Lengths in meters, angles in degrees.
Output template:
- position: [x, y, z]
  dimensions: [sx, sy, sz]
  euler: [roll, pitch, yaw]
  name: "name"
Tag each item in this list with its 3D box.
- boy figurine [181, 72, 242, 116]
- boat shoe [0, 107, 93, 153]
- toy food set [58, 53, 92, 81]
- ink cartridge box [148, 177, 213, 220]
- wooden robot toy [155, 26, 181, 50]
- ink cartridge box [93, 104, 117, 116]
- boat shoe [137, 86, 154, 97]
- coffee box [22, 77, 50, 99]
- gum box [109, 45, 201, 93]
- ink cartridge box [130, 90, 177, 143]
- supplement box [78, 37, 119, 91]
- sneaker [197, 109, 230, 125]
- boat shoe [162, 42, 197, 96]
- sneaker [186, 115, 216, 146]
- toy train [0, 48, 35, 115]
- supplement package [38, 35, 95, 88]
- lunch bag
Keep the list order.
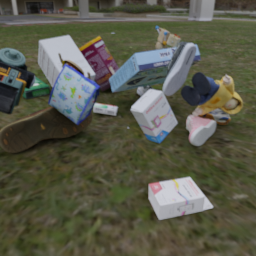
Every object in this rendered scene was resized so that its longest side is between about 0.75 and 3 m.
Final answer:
- position: [2.688, -0.918, 8.743]
  dimensions: [2.559, 1.591, 0.825]
  euler: [11, 39, -45]
  name: "boy figurine"
- position: [-2.534, -0.147, 8.665]
  dimensions: [2.902, 1.045, 0.980]
  euler: [-20, 22, -25]
  name: "boat shoe"
- position: [-1.837, -1.920, 9.385]
  dimensions: [1.306, 0.901, 0.262]
  euler: [33, 77, 4]
  name: "toy food set"
- position: [1.152, 1.495, 6.127]
  dimensions: [1.263, 0.426, 0.736]
  euler: [-7, 27, -14]
  name: "ink cartridge box"
- position: [1.390, -3.102, 10.295]
  dimensions: [0.797, 0.821, 1.810]
  euler: [14, 26, -21]
  name: "wooden robot toy"
- position: [-0.832, -0.814, 10.801]
  dimensions: [0.866, 0.269, 1.076]
  euler: [9, 25, 0]
  name: "ink cartridge box"
- position: [0.845, -1.475, 11.781]
  dimensions: [0.600, 0.545, 1.631]
  euler: [-4, 28, -31]
  name: "boat shoe"
- position: [-4.459, -1.868, 12.837]
  dimensions: [1.161, 0.415, 1.888]
  euler: [-19, 33, -33]
  name: "coffee box"
- position: [0.839, -2.103, 10.268]
  dimensions: [2.377, 0.623, 2.798]
  euler: [-14, -1, -21]
  name: "gum box"
- position: [0.559, -0.245, 5.910]
  dimensions: [0.672, 0.930, 0.393]
  euler: [-47, 36, -19]
  name: "ink cartridge box"
- position: [-1.231, -2.885, 12.634]
  dimensions: [0.903, 2.108, 1.163]
  euler: [-24, 18, 25]
  name: "supplement box"
- position: [2.909, -0.443, 9.717]
  dimensions: [1.212, 0.456, 0.534]
  euler: [11, 48, -7]
  name: "sneaker"
- position: [1.430, -1.742, 8.254]
  dimensions: [0.585, 1.622, 0.575]
  euler: [15, 20, -40]
  name: "boat shoe"
- position: [2.078, 0.054, 8.790]
  dimensions: [0.861, 0.620, 1.647]
  euler: [21, 28, 31]
  name: "sneaker"
- position: [-3.840, -1.459, 6.858]
  dimensions: [2.981, 1.270, 1.699]
  euler: [20, 39, -22]
  name: "toy train"
- position: [-2.601, -2.456, 11.603]
  dimensions: [1.357, 1.362, 2.322]
  euler: [-23, 69, -30]
  name: "supplement package"
- position: [-1.474, -0.964, 7.832]
  dimensions: [1.131, 1.330, 0.848]
  euler: [34, 43, 4]
  name: "lunch bag"
